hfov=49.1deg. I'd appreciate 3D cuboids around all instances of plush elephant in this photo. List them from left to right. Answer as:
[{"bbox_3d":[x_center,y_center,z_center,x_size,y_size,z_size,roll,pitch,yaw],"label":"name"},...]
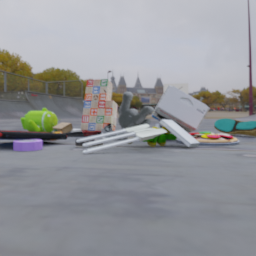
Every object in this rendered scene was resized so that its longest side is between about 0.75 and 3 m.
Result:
[{"bbox_3d":[0.365,-0.298,12.741,1.714,2.081,1.611,30,6,28],"label":"plush elephant"}]

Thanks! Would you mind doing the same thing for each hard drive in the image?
[{"bbox_3d":[1.844,0.184,9.979,1.365,0.182,0.901,43,21,26],"label":"hard drive"}]

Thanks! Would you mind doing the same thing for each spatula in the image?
[{"bbox_3d":[-0.286,0.284,9.220,2.711,0.218,1.885,-12,16,-15],"label":"spatula"}]

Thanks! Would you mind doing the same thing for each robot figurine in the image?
[{"bbox_3d":[-5.268,-0.361,16.870,2.234,1.292,1.960,1,26,13],"label":"robot figurine"}]

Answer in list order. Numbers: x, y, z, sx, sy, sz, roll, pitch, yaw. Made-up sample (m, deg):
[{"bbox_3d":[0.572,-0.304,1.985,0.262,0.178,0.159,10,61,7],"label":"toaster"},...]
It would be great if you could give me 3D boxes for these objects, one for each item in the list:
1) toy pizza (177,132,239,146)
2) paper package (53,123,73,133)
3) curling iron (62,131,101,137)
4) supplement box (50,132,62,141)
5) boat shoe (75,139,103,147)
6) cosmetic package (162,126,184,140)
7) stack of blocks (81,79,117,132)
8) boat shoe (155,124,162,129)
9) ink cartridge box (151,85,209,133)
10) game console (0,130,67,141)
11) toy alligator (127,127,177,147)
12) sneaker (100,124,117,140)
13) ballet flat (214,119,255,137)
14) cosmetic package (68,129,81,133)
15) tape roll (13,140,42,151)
[{"bbox_3d":[3.232,0.401,11.403,2.422,0.384,2.422,0,3,0],"label":"toy pizza"},{"bbox_3d":[-3.662,0.036,15.673,0.820,0.424,0.781,5,27,39],"label":"paper package"},{"bbox_3d":[-2.163,0.292,13.937,2.505,0.320,0.621,0,4,2],"label":"curling iron"},{"bbox_3d":[-3.279,0.365,12.610,0.326,0.337,0.978,-5,1,9],"label":"supplement box"},{"bbox_3d":[-1.374,0.515,10.076,1.091,0.311,0.365,-2,5,-31],"label":"boat shoe"},{"bbox_3d":[2.010,0.220,12.877,0.660,0.557,1.277,4,3,-14],"label":"cosmetic package"},{"bbox_3d":[-1.528,-1.183,15.632,1.709,2.968,0.869,1,-14,15],"label":"stack of blocks"},{"bbox_3d":[1.427,0.276,12.333,0.706,0.717,1.990,18,9,7],"label":"boat shoe"},{"bbox_3d":[2.318,-0.720,13.141,2.012,1.161,2.774,31,-6,3],"label":"ink cartridge box"},{"bbox_3d":[-4.094,0.332,10.600,2.430,0.427,2.748,3,0,39],"label":"game console"},{"bbox_3d":[0.785,0.252,10.009,2.215,0.657,0.601,-2,32,-32],"label":"toy alligator"},{"bbox_3d":[-0.676,0.157,12.729,1.255,0.725,0.471,-3,5,-38],"label":"sneaker"},{"bbox_3d":[5.718,0.085,14.607,0.862,0.939,2.736,41,-15,-27],"label":"ballet flat"},{"bbox_3d":[-3.203,0.201,16.279,0.662,0.227,0.878,0,4,38],"label":"cosmetic package"},{"bbox_3d":[-3.316,0.572,9.277,0.910,0.299,0.910,-1,3,0],"label":"tape roll"}]
